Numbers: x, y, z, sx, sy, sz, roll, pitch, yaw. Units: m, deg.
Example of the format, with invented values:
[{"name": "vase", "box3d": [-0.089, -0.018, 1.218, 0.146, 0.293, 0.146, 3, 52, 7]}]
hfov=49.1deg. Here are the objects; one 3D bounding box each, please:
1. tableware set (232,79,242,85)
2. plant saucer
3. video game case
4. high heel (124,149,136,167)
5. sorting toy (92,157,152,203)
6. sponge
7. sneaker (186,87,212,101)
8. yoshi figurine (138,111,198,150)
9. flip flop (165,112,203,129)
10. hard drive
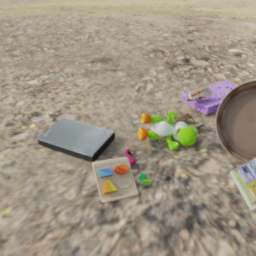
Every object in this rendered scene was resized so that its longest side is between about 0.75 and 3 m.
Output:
[{"name": "tableware set", "box3d": [5.624, -2.165, 14.336, 0.819, 0.248, 1.239, 8, 34, 12]}, {"name": "plant saucer", "box3d": [4.432, -0.160, 9.515, 2.900, 2.900, 0.465, 5, -1, 8]}, {"name": "video game case", "box3d": [3.883, 1.500, 8.121, 1.407, 0.170, 1.545, -34, 30, 16]}, {"name": "high heel", "box3d": [0.114, 0.940, 9.420, 0.300, 0.427, 0.889, 23, 33, -26]}, {"name": "sorting toy", "box3d": [-0.122, 1.440, 8.343, 1.718, 0.253, 1.270, -7, 62, -26]}, {"name": "sponge", "box3d": [4.151, -1.480, 13.080, 2.912, 0.434, 1.625, -19, 36, -25]}, {"name": "sneaker", "box3d": [3.076, -1.449, 12.205, 1.293, 0.499, 0.506, -12, 80, -21]}, {"name": "yoshi figurine", "box3d": [1.546, 0.126, 10.066, 2.199, 1.236, 1.231, 9, 53, -7]}, {"name": "flip flop", "box3d": [2.243, -0.382, 11.376, 0.703, 0.499, 1.735, -21, 36, -35]}, {"name": "hard drive", "box3d": [-1.892, 0.387, 10.336, 2.339, 0.385, 1.633, 14, 36, 21]}]
